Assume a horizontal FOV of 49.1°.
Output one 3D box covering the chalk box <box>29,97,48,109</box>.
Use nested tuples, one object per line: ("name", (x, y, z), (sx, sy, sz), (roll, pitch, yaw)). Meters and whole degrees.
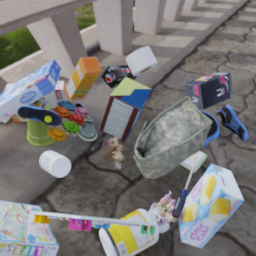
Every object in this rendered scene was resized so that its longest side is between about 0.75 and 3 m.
("chalk box", (-3.741, -1.051, 11.678), (0.514, 0.511, 0.824), (-6, 41, 18))

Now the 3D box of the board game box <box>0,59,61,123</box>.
("board game box", (-3.798, -1.403, 10.447), (2.563, 0.559, 2.576), (-31, 27, 7))

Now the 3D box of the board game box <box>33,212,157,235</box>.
("board game box", (-0.835, 2.292, 6.722), (2.232, 2.233, 0.289), (20, 67, -36))

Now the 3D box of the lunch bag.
("lunch bag", (1.291, 0.515, 9.444), (2.575, 2.112, 1.514), (-34, 64, -9))

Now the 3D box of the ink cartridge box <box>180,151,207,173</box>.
("ink cartridge box", (2.635, 1.280, 12.542), (1.424, 0.341, 1.036), (30, 51, 26))

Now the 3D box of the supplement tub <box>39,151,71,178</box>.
("supplement tub", (-2.055, 1.000, 7.820), (0.589, 0.589, 0.893), (-31, 26, -29))

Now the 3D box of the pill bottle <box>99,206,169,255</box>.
("pill bottle", (0.230, 3.518, 9.431), (2.192, 1.228, 1.228), (-21, 47, -21))

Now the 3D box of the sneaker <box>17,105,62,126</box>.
("sneaker", (-2.790, -0.426, 8.950), (1.416, 0.467, 0.555), (15, 9, -13))

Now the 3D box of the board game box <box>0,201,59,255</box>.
("board game box", (-2.684, 2.469, 6.978), (1.369, 0.348, 2.036), (20, 2, -32))

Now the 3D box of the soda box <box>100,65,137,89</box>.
("soda box", (-0.341, -2.329, 12.584), (0.738, 0.660, 2.086), (46, 28, 9))

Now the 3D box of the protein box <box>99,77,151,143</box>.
("protein box", (-0.114, -0.739, 11.407), (1.220, 1.809, 1.795), (26, 38, 4))

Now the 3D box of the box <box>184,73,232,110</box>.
("box", (3.141, -1.464, 10.922), (1.680, 1.027, 0.891), (-23, 21, -26))

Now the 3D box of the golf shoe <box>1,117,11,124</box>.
("golf shoe", (-6.838, -0.588, 14.398), (1.522, 0.596, 0.740), (7, 49, 9))

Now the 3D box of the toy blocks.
("toy blocks", (1.134, 2.264, 7.902), (0.764, 0.643, 0.714), (5, 42, -42))

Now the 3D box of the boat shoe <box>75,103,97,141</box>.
("boat shoe", (-2.225, -0.329, 13.942), (0.898, 0.762, 2.465), (-16, 45, -16))

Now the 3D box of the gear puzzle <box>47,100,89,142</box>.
("gear puzzle", (-2.198, -0.310, 9.783), (1.295, 0.327, 2.500), (26, 30, -5))

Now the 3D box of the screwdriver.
("screwdriver", (1.581, 1.498, 7.420), (0.263, 0.274, 1.886), (31, 69, -8))

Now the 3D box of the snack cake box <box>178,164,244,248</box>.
("snack cake box", (2.123, 2.118, 7.576), (0.669, 1.991, 1.145), (21, 28, -10))

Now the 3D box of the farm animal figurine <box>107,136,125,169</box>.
("farm animal figurine", (-0.354, 0.813, 9.467), (0.484, 0.928, 0.918), (-13, 58, -15))

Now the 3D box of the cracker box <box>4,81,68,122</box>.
("cracker box", (-4.518, -1.312, 14.162), (2.848, 1.907, 0.821), (-3, 43, -4))

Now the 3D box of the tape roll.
("tape roll", (0.574, -2.819, 11.953), (1.166, 1.166, 0.801), (-27, 89, -26))

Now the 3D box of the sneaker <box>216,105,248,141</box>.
("sneaker", (3.561, -0.082, 9.618), (0.533, 0.479, 1.367), (-30, 84, -3))

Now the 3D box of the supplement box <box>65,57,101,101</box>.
("supplement box", (-2.002, -2.087, 12.240), (0.778, 2.337, 0.804), (-12, 74, -33))

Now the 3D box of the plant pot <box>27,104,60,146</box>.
("plant pot", (-4.116, -0.302, 13.284), (1.717, 1.631, 1.717), (0, 42, 0))

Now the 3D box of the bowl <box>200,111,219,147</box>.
("bowl", (3.322, -0.048, 13.867), (2.358, 0.463, 2.358), (0, 43, 0))

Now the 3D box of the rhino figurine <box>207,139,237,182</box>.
("rhino figurine", (3.211, 1.115, 9.479), (0.752, 0.514, 1.720), (0, 64, -44))
